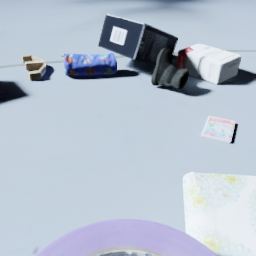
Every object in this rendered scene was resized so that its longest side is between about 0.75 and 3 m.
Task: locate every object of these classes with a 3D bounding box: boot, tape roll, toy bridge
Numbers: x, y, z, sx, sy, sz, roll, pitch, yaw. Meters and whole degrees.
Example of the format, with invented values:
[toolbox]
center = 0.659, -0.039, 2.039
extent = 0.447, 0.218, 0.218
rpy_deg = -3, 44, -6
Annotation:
[boot]
center = 1.598, -2.113, 9.905
extent = 1.187, 0.598, 1.588
rpy_deg = 10, 77, 36
[tape roll]
center = -0.031, 2.515, 3.037
extent = 2.843, 1.208, 2.843
rpy_deg = -1, 33, 0
[toy bridge]
center = -3.815, -2.566, 11.533
extent = 0.791, 0.320, 2.352
rpy_deg = -11, 35, -21

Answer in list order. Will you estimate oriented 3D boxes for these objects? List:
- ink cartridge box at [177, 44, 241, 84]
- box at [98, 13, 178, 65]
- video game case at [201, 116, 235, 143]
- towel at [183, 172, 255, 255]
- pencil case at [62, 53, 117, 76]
[ink cartridge box]
center = 3.161, -2.578, 11.067
extent = 1.443, 0.838, 2.000
rpy_deg = -26, 41, -34
[box]
center = 0.391, -3.507, 11.379
extent = 2.184, 1.377, 2.222
rpy_deg = -3, 26, -46
[video game case]
center = 2.537, 0.024, 7.816
extent = 0.759, 0.093, 1.061
rpy_deg = 14, 36, 20
[towel]
center = 2.248, 1.692, 4.878
extent = 2.477, 0.596, 2.120
rpy_deg = 4, 31, 5
[pencil case]
center = -1.489, -2.515, 10.972
extent = 2.098, 0.819, 0.911
rpy_deg = -4, 58, -8
